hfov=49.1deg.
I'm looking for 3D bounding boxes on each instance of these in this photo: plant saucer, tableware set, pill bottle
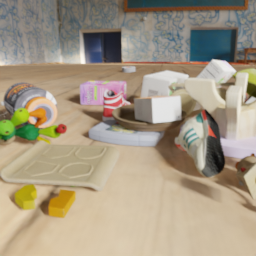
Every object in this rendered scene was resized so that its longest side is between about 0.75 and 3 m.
[{"bbox_3d":[4.793,-1.183,9.195,2.229,0.534,2.232,37,11,37],"label":"plant saucer"},{"bbox_3d":[2.481,-0.943,9.885,2.324,1.536,0.466,-1,26,-4],"label":"tableware set"},{"bbox_3d":[-3.286,-0.735,9.544,1.390,1.390,2.618,-10,19,-32],"label":"pill bottle"},{"bbox_3d":[0.640,-0.345,8.653,2.297,0.338,2.297,0,18,0],"label":"plant saucer"}]

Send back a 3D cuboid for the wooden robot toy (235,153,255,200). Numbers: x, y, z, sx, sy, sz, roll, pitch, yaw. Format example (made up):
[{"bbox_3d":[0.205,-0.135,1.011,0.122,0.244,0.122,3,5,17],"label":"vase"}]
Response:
[{"bbox_3d":[2.699,0.671,5.393,2.712,1.195,1.231,-8,7,-29],"label":"wooden robot toy"}]

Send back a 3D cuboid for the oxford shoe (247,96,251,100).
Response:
[{"bbox_3d":[6.092,-1.477,13.215,0.864,0.814,2.311,0,14,21],"label":"oxford shoe"}]

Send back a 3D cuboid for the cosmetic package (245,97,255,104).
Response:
[{"bbox_3d":[5.320,-0.876,11.465,0.772,0.542,1.521,5,17,32],"label":"cosmetic package"}]

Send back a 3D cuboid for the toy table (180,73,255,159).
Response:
[{"bbox_3d":[2.903,-0.396,7.454,2.991,1.751,2.749,3,21,14],"label":"toy table"}]

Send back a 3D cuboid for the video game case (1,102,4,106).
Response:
[{"bbox_3d":[-5.024,-1.307,13.681,1.526,0.184,1.674,3,16,9],"label":"video game case"}]

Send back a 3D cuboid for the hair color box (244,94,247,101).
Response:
[{"bbox_3d":[5.036,-1.462,13.682,1.260,0.403,0.699,-5,6,-11],"label":"hair color box"}]

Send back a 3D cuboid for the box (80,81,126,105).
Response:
[{"bbox_3d":[-1.168,-1.734,13.774,1.969,0.952,1.732,2,16,8],"label":"box"}]

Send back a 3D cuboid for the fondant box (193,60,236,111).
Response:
[{"bbox_3d":[2.978,-1.582,10.855,0.630,2.164,1.561,51,33,17],"label":"fondant box"}]

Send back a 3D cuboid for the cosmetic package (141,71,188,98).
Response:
[{"bbox_3d":[1.582,-1.561,12.061,1.182,1.500,2.787,16,22,23],"label":"cosmetic package"}]

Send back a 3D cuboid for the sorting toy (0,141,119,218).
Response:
[{"bbox_3d":[-1.423,0.942,5.728,2.050,0.368,2.752,5,18,9],"label":"sorting toy"}]

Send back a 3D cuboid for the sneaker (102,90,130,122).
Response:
[{"bbox_3d":[-0.313,-0.979,10.749,0.725,1.144,2.035,8,20,25],"label":"sneaker"}]

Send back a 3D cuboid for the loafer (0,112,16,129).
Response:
[{"bbox_3d":[-4.644,-0.123,8.322,2.470,0.881,0.902,-4,17,-13],"label":"loafer"}]

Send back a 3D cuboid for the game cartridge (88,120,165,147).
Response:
[{"bbox_3d":[-0.051,0.138,8.385,2.062,0.421,1.372,6,21,19],"label":"game cartridge"}]

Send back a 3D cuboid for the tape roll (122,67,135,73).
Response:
[{"bbox_3d":[0.053,-6.383,30.578,1.454,0.480,1.454,-1,19,1],"label":"tape roll"}]

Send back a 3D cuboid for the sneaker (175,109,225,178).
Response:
[{"bbox_3d":[1.620,0.458,6.644,1.007,0.758,2.154,-31,25,31],"label":"sneaker"}]

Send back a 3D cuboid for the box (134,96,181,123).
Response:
[{"bbox_3d":[0.805,-0.558,8.061,0.863,0.677,1.388,-7,8,-19],"label":"box"}]

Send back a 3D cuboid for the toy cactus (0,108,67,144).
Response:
[{"bbox_3d":[-3.076,0.212,7.187,2.654,1.357,2.190,-12,1,-27],"label":"toy cactus"}]
